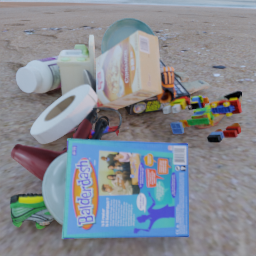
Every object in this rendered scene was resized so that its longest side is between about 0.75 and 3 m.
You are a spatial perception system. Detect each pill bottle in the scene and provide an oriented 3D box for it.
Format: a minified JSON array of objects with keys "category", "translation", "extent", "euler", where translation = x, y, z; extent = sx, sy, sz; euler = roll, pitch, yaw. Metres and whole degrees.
[{"category":"pill bottle","translation":[-3.293,-2.102,11.163],"extent":[1.270,1.270,2.263],"euler":[12,24,20]}]

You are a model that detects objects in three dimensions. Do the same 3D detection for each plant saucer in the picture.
[{"category":"plant saucer","translation":[0.035,-3.562,12.581],"extent":[2.547,2.547,0.458],"euler":[-6,15,-12]},{"category":"plant saucer","translation":[-0.792,1.129,5.524],"extent":[1.701,0.427,1.701],"euler":[13,54,-19]}]

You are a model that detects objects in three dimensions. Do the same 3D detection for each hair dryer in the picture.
[{"category":"hair dryer","translation":[-1.267,0.561,6.621],"extent":[2.789,0.758,2.124],"euler":[-7,51,-22]}]

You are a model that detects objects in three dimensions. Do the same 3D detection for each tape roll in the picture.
[{"category":"tape roll","translation":[-1.834,-0.430,8.020],"extent":[2.152,0.393,2.152],"euler":[-30,26,16]}]

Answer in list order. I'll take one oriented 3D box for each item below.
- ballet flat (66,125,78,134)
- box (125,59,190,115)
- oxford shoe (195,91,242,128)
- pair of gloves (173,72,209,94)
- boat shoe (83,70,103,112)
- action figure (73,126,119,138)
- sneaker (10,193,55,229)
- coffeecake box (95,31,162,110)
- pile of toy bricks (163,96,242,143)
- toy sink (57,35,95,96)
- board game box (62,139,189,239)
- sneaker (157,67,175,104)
[{"category":"ballet flat","translation":[-1.793,-0.336,8.982],"extent":[0.610,0.592,1.714],"euler":[-32,21,20]},{"category":"box","translation":[0.589,-1.751,10.504],"extent":[2.309,0.638,2.882],"euler":[-10,47,-23]},{"category":"oxford shoe","translation":[2.888,-0.664,9.054],"extent":[1.953,0.730,0.688],"euler":[-31,60,-21]},{"category":"pair of gloves","translation":[1.996,-1.837,11.798],"extent":[1.922,0.396,2.260],"euler":[-16,32,-23]},{"category":"boat shoe","translation":[-1.145,-1.315,9.677],"extent":[0.445,1.560,0.521],"euler":[-28,30,-22]},{"category":"action figure","translation":[-0.959,0.170,8.271],"extent":[1.348,0.348,0.441],"euler":[-3,23,4]},{"category":"sneaker","translation":[-1.514,1.614,5.505],"extent":[1.505,0.641,0.587],"euler":[3,-8,-19]},{"category":"coffeecake box","translation":[-0.075,-1.655,8.677],"extent":[0.821,1.724,2.246],"euler":[4,-12,-38]},{"category":"pile of toy bricks","translation":[2.303,-0.415,8.117],"extent":[2.330,1.293,1.150],"euler":[-1,26,47]},{"category":"toy sink","translation":[-1.884,-2.169,10.413],"extent":[1.291,2.304,1.502],"euler":[-1,31,-6]},{"category":"board game box","translation":[-0.023,1.065,5.006],"extent":[2.175,1.654,0.489],"euler":[3,-9,-9]},{"category":"sneaker","translation":[1.001,-1.263,8.910],"extent":[0.699,1.009,1.801],"euler":[-5,0,-7]}]
